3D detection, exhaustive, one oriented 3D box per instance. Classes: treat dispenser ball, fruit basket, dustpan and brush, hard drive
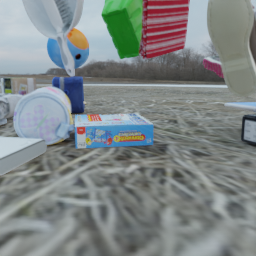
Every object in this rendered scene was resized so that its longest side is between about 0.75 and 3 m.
[{"bbox_3d":[-2.160,-2.886,10.148,1.504,1.504,1.504,0,11,0],"label":"treat dispenser ball"},{"bbox_3d":[0.274,-3.334,8.710,1.474,2.044,2.044,-1,9,31],"label":"fruit basket"},{"bbox_3d":[-1.883,-2.882,7.670,2.026,2.902,0.831,-7,24,30],"label":"dustpan and brush"},{"bbox_3d":[-3.017,0.456,5.348,2.335,0.307,1.540,2,11,12],"label":"hard drive"}]

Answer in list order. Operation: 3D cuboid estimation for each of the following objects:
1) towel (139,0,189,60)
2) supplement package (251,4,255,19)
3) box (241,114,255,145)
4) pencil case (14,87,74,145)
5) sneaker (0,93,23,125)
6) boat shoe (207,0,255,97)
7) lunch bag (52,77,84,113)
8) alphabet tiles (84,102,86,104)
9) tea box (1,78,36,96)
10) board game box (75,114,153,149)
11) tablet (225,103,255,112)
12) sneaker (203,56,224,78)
[{"bbox_3d":[0.851,-2.880,6.203,0.273,2.432,1.759,21,34,36],"label":"towel"},{"bbox_3d":[3.296,-3.207,8.459,0.969,0.537,0.755,-24,-32,0],"label":"supplement package"},{"bbox_3d":[4.325,0.161,5.766,2.391,0.728,2.966,-7,13,-26],"label":"box"},{"bbox_3d":[-2.157,-0.432,7.539,1.354,1.241,2.986,12,8,-15],"label":"pencil case"},{"bbox_3d":[-4.237,-0.604,9.416,1.402,0.917,2.440,9,19,37],"label":"sneaker"},{"bbox_3d":[2.172,-1.790,5.525,0.844,2.350,0.699,-1,35,39],"label":"boat shoe"},{"bbox_3d":[-2.660,-1.434,12.083,1.454,1.493,2.198,-2,13,-9],"label":"lunch bag"},{"bbox_3d":[-3.113,-1.344,15.304,1.531,0.112,1.497,0,12,1],"label":"alphabet tiles"},{"bbox_3d":[-4.581,-1.364,11.764,0.978,1.464,1.441,-9,14,-40],"label":"tea box"},{"bbox_3d":[-0.439,0.019,7.080,1.772,0.506,1.810,-2,11,-9],"label":"board game box"},{"bbox_3d":[3.691,-0.476,6.844,1.724,0.181,2.650,-1,8,-4],"label":"tablet"},{"bbox_3d":[3.654,-2.470,10.962,0.689,0.581,1.574,-26,37,-11],"label":"sneaker"}]
